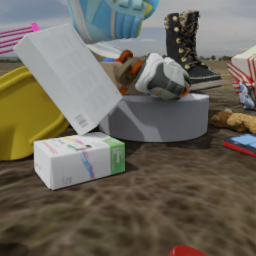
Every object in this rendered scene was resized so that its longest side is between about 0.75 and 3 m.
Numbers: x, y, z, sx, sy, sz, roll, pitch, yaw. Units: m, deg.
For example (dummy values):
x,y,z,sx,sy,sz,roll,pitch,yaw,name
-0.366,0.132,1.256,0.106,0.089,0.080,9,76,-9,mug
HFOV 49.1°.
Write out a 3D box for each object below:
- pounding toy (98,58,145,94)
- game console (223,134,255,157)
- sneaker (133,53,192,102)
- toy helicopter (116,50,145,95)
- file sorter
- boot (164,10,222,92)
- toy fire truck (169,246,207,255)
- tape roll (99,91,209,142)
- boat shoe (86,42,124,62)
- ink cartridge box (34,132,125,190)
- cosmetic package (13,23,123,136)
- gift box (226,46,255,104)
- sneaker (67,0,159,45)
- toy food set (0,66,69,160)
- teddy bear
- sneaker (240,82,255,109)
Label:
x,y,z,sx,sy,sz,roll,pitch,yaw,name
-0.634,-1.465,7.735,1.998,0.914,1.755,-1,14,-4,pounding toy
2.708,0.350,6.047,1.047,0.163,0.926,-9,16,-29,game console
0.932,-1.013,6.364,1.027,0.958,2.591,31,18,10,sneaker
0.215,-1.228,6.473,0.553,0.928,1.403,45,30,21,toy helicopter
-2.640,-1.407,6.832,1.504,1.667,2.399,-18,32,-14,file sorter
1.732,-2.216,8.013,1.027,2.112,2.806,-8,18,-8,boot
0.627,1.293,1.616,1.001,0.668,1.192,22,10,-14,toy fire truck
0.666,-0.481,7.673,2.946,0.973,2.946,-1,14,0,tape roll
-1.052,-2.151,8.334,2.643,0.922,0.941,12,36,-21,boat shoe
-0.830,0.490,4.713,1.276,0.536,0.924,-9,17,-32,ink cartridge box
-0.997,-0.962,5.230,0.476,1.842,1.389,-28,13,33,cosmetic package
5.450,-2.254,10.871,2.340,2.506,2.312,-32,20,-17,gift box
-0.335,-2.780,5.104,1.724,2.641,1.050,4,53,16,sneaker
-2.000,-0.414,5.752,2.561,1.507,0.836,-38,16,-29,toy food set
3.060,-0.199,7.511,1.125,0.518,1.552,-5,15,-27,teddy bear
4.242,-1.158,10.146,0.403,1.046,0.396,-20,7,35,sneaker
